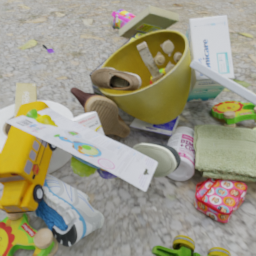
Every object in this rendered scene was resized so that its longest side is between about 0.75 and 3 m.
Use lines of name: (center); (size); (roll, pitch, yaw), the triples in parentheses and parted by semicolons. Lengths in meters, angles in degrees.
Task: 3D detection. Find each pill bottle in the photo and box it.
pill bottle: (1.467, 0.663, 7.737); (0.834, 0.834, 1.472); (9, 38, 12)

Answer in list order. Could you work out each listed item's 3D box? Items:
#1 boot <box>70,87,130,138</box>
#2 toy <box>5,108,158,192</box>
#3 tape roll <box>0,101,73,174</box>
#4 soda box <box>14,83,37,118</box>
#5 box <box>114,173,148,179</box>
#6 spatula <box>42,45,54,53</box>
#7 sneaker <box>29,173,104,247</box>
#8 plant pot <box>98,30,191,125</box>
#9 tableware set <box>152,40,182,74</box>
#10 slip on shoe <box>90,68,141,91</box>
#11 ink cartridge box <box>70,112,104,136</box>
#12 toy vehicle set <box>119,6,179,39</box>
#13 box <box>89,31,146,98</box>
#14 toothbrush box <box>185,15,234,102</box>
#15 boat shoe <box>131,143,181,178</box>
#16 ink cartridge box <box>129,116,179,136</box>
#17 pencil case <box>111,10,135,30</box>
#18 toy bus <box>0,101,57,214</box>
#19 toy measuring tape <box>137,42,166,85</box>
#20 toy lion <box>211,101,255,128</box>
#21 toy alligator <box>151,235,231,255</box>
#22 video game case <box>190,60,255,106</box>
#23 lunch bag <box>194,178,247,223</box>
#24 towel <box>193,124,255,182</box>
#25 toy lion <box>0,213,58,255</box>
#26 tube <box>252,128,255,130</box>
boot: (-1.116, -0.620, 8.246); (2.066, 2.484, 0.899); (36, 87, 28)
toy: (-0.743, 0.437, 4.820); (2.386, 0.563, 1.374); (29, 17, 7)
tape roll: (-2.843, 0.241, 8.233); (2.623, 0.917, 2.623); (-1, 38, 0)
soda box: (-2.929, -0.486, 8.045); (0.585, 0.553, 1.728); (-1, 55, -17)
box: (0.230, 1.008, 7.627); (1.300, 0.445, 0.534); (-4, 38, -5)
spatula: (-4.158, -4.073, 14.399); (0.309, 0.112, 1.092); (-26, 45, -29)
sneaker: (-1.558, 1.708, 6.560); (1.124, 0.972, 2.594); (1, 23, -47)
plant pot: (0.742, -1.262, 8.374); (2.762, 1.961, 2.762); (-19, 42, 18)
tableware set: (1.110, -1.857, 7.560); (0.733, 0.878, 0.102); (-52, 21, -5)
slip on shoe: (-0.414, -1.228, 7.283); (1.512, 0.575, 0.458); (17, 24, 27)
ink cartridge box: (-0.965, 0.148, 6.232); (0.607, 0.840, 0.618); (-7, 16, 47)
toy vehicle set: (0.696, -3.690, 10.130); (1.249, 0.267, 2.011); (1, -7, -32)
box: (-0.199, -2.029, 9.991); (0.495, 1.569, 2.851); (27, 58, 23)
toothbrush box: (2.456, -2.086, 9.150); (1.126, 2.641, 1.933); (-4, 81, 5)
boat shoe: (0.541, 0.626, 6.300); (0.755, 0.802, 2.234); (-26, 2, -23)
ink cartridge box: (0.861, -0.120, 9.066); (1.355, 0.297, 1.367); (13, 31, 16)
pencil case: (0.232, -5.678, 15.569); (1.272, 1.272, 2.878); (-24, 44, -27)
toy bus: (-2.240, 0.603, 6.222); (0.781, 0.940, 2.400); (-8, 50, 17)
toy measuring tape: (0.864, -1.643, 8.183); (0.848, 2.304, 0.848); (-21, 41, 20)
toy lion: (3.657, -0.571, 9.466); (1.530, 0.525, 1.467); (-9, 26, 8)
toy alligator: (1.728, 2.809, 5.214); (2.723, 0.654, 0.903); (16, 41, 10)
video game case: (2.369, -1.103, 6.756); (1.892, 0.217, 1.722); (32, 19, 5)
lunch bag: (2.184, 1.626, 6.841); (1.074, 0.500, 1.220); (24, 43, 35)
towel: (2.892, 0.623, 7.266); (2.380, 0.434, 1.766); (7, 45, 3)
toy lion: (-2.542, 2.466, 5.782); (1.635, 0.561, 1.567); (27, 52, 30)
tube: (3.443, 0.545, 8.137); (2.642, 0.686, 0.767); (-25, 6, -24)
